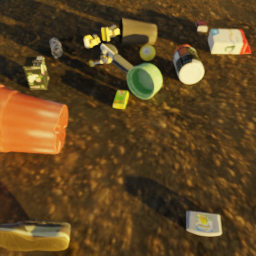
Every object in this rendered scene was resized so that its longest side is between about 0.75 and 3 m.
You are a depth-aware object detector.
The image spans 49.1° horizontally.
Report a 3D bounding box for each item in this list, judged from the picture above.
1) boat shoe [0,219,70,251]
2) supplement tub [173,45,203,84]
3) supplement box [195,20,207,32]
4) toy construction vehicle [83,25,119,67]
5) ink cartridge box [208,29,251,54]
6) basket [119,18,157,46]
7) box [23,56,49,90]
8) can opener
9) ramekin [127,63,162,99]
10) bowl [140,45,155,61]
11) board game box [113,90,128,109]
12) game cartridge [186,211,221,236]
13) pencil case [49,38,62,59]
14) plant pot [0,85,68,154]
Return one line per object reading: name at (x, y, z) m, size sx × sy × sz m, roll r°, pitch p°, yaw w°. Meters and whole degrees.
boat shoe at (-2.433, 2.651, 7.060) m, size 2.001 × 0.733 × 0.649 m, roll 5°, pitch 32°, yaw 3°
supplement tub at (2.608, -2.870, 12.424) m, size 1.108 × 1.108 × 1.808 m, roll -2°, pitch 43°, yaw -2°
supplement box at (4.190, -5.876, 16.117) m, size 0.528 × 0.295 × 0.971 m, roll 1°, pitch 45°, yaw 2°
toy construction vehicle at (-1.105, -3.760, 12.929) m, size 1.799 × 1.567 × 0.634 m, roll -26°, pitch 39°, yaw -29°
ink cartridge box at (5.180, -4.358, 14.153) m, size 2.012 × 0.677 × 1.169 m, roll 0°, pitch 54°, yaw 0°
basket at (0.484, -4.858, 14.380) m, size 1.774 × 1.207 × 1.600 m, roll 2°, pitch 54°, yaw -11°
box at (-3.847, -2.300, 11.798) m, size 0.707 × 1.138 × 0.845 m, roll -3°, pitch 44°, yaw -3°
can opener at (-0.442, -3.098, 12.469) m, size 2.016 × 0.531 × 0.670 m, roll 43°, pitch 71°, yaw 12°
ramekin at (0.686, -1.912, 11.261) m, size 1.381 × 1.381 × 0.675 m, roll 29°, pitch 46°, yaw 26°
bowl at (0.896, -3.615, 13.318) m, size 0.752 × 0.405 × 0.752 m, roll 0°, pitch 88°, yaw 12°
board game box at (-0.294, -1.148, 11.275) m, size 0.453 × 0.212 × 0.891 m, roll 6°, pitch 44°, yaw 7°
game cartridge at (2.007, 2.563, 7.468) m, size 0.897 × 0.182 × 0.598 m, roll 5°, pitch 48°, yaw 5°
pencil case at (-3.619, -3.996, 13.962) m, size 0.507 × 0.583 × 1.303 m, roll 25°, pitch 25°, yaw -36°
plant pot at (-3.171, -0.105, 8.985) m, size 2.140 × 2.201 × 2.201 m, roll 10°, pitch 44°, yaw -2°
